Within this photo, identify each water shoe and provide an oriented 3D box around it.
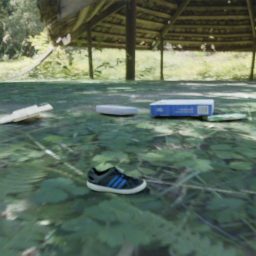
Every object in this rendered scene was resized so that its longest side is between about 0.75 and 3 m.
[{"bbox_3d":[-0.255,1.078,5.930,1.268,0.500,0.453,1,13,3],"label":"water shoe"}]

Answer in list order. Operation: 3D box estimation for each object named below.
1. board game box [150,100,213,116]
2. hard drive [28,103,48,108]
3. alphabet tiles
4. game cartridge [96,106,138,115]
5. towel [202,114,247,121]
[{"bbox_3d":[2.906,-1.068,14.676,2.958,0.642,2.944,1,10,19],"label":"board game box"},{"bbox_3d":[-5.228,-1.185,16.093,1.177,0.223,0.822,-16,13,-5],"label":"hard drive"},{"bbox_3d":[-4.901,-0.721,13.430,2.408,0.180,2.462,-18,16,-18],"label":"alphabet tiles"},{"bbox_3d":[-0.662,-0.953,14.981,2.058,0.416,1.372,9,6,40],"label":"game cartridge"},{"bbox_3d":[4.559,-0.540,13.420,1.746,0.204,1.332,-5,7,0],"label":"towel"}]
